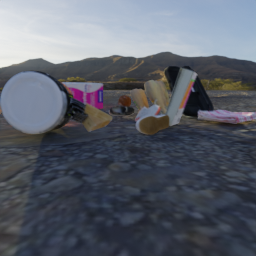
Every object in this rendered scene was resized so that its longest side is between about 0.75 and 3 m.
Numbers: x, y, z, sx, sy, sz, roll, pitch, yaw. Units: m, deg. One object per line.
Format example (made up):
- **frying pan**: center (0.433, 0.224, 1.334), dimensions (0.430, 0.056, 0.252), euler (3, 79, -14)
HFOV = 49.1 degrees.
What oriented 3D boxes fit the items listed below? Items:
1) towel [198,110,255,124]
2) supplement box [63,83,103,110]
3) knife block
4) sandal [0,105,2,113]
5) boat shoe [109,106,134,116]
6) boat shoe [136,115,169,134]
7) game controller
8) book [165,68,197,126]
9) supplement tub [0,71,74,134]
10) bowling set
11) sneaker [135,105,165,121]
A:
- **towel**: center (3.649, -0.472, 10.068), dimensions (2.051, 0.307, 1.501), euler (-9, 14, -43)
- **supplement box**: center (-2.732, -1.631, 14.377), dimensions (1.403, 1.374, 2.715), euler (9, 13, 43)
- **knife block**: center (-0.957, -0.371, 6.765), dimensions (0.314, 0.861, 0.981), euler (-43, -13, 35)
- **sandal**: center (-5.061, -0.777, 9.480), dimensions (0.718, 0.800, 2.182), euler (54, 6, 33)
- **boat shoe**: center (-0.213, -0.675, 10.669), dimensions (1.012, 0.374, 0.305), euler (0, -18, -18)
- **boat shoe**: center (0.623, -0.113, 8.017), dimensions (0.502, 0.512, 1.447), euler (4, 8, 39)
- **game controller**: center (2.462, -1.569, 11.588), dimensions (1.479, 0.597, 2.836), euler (-5, 51, -12)
- **book**: center (1.686, -0.947, 8.888), dimensions (0.418, 1.740, 1.163), euler (23, 13, 20)
- **supplement tub**: center (-2.293, -0.650, 7.661), dimensions (1.519, 1.519, 2.479), euler (0, 2, -3)
- **bowling set**: center (0.717, -0.909, 11.182), dimensions (1.877, 1.448, 2.697), euler (-23, 1, 21)
- **sneaker**: center (0.772, -0.339, 9.690), dimensions (0.644, 0.606, 1.574), euler (35, -13, -18)
